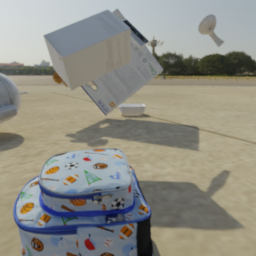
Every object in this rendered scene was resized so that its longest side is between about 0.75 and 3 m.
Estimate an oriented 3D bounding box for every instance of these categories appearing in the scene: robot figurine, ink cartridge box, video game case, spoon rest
[{"bbox_3d":[-4.061,-0.679,7.636,2.172,1.446,2.561,26,34,23],"label":"robot figurine"},{"bbox_3d":[-0.642,-2.437,10.707,2.882,2.830,0.624,-38,12,7],"label":"ink cartridge box"},{"bbox_3d":[0.114,-2.334,6.933,0.096,0.823,0.748,-44,5,32],"label":"video game case"},{"bbox_3d":[1.839,-2.149,6.213,0.908,0.451,0.275,31,22,-47],"label":"spoon rest"}]

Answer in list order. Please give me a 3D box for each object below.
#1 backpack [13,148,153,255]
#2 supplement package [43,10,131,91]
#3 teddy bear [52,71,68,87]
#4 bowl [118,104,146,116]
[{"bbox_3d":[-0.421,0.734,2.559,1.155,0.935,1.213,-12,15,-5],"label":"backpack"},{"bbox_3d":[-0.800,-1.638,5.831,1.523,0.890,0.893,-30,59,-19],"label":"supplement package"},{"bbox_3d":[-2.003,-2.090,9.285,1.076,1.484,0.495,34,-10,-29],"label":"teddy bear"},{"bbox_3d":[0.150,-0.765,11.825,1.117,0.417,1.115,0,10,-5],"label":"bowl"}]
